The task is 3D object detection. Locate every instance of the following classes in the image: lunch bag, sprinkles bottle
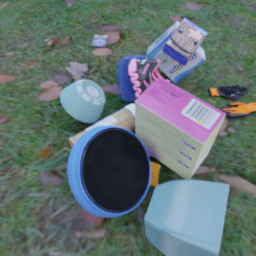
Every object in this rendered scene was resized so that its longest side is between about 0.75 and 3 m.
[{"bbox_3d":[0.279,-2.004,11.827,1.377,2.027,1.341,-7,13,2],"label":"lunch bag"},{"bbox_3d":[-0.662,0.114,9.128,2.482,0.847,0.847,-30,55,-20],"label":"sprinkles bottle"}]

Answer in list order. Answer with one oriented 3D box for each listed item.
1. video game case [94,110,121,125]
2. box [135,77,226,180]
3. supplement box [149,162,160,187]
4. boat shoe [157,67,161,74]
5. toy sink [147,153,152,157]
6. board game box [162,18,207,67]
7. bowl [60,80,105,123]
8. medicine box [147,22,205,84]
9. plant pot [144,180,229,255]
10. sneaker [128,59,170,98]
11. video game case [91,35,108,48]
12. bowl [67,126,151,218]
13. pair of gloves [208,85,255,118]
[{"bbox_3d":[-0.438,-0.111,10.643,1.632,0.371,1.479,-27,28,-2],"label":"video game case"},{"bbox_3d":[1.401,0.100,8.410,2.169,2.466,1.192,34,64,21],"label":"box"},{"bbox_3d":[-0.086,1.252,8.681,2.296,0.790,0.764,21,69,-30],"label":"supplement box"},{"bbox_3d":[0.964,-2.645,13.364,0.618,0.580,1.677,28,52,27],"label":"boat shoe"},{"bbox_3d":[1.179,0.492,10.311,1.600,0.897,1.043,14,54,4],"label":"toy sink"},{"bbox_3d":[2.186,-3.313,10.886,1.095,0.665,1.374,35,77,4],"label":"board game box"},{"bbox_3d":[-1.642,-1.198,11.039,1.835,0.960,1.835,27,37,-23],"label":"bowl"},{"bbox_3d":[2.156,-3.343,12.591,1.947,1.773,1.002,40,34,-19],"label":"medicine box"},{"bbox_3d":[1.556,2.607,7.903,1.992,1.956,1.951,13,50,17],"label":"plant pot"},{"bbox_3d":[0.993,-1.323,10.741,1.366,2.864,1.132,-10,23,18],"label":"sneaker"},{"bbox_3d":[-1.586,-4.849,15.678,0.815,0.108,1.140,4,49,4],"label":"video game case"},{"bbox_3d":[-0.394,1.132,7.542,2.489,0.488,2.489,10,74,-35],"label":"bowl"},{"bbox_3d":[4.644,-1.200,12.346,1.806,0.251,2.027,-7,46,-4],"label":"pair of gloves"}]
